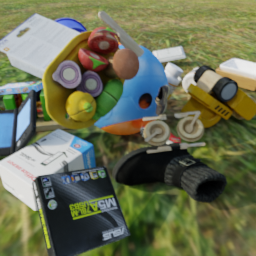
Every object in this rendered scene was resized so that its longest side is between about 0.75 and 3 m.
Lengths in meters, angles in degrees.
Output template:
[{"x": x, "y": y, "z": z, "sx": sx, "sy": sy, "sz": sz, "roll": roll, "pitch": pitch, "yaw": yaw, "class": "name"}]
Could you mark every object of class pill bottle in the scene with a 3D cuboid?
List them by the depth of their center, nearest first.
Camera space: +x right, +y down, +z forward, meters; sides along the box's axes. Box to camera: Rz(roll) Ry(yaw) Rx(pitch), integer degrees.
[{"x": 1.248, "y": -1.471, "z": 9.567, "sx": 0.772, "sy": 1.390, "sz": 0.772, "roll": 26, "pitch": 25, "yaw": -13, "class": "pill bottle"}, {"x": 2.692, "y": -1.866, "z": 10.737, "sx": 0.824, "sy": 0.824, "sz": 1.416, "roll": 17, "pitch": 33, "yaw": 25, "class": "pill bottle"}]

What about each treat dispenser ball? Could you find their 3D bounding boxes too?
[{"x": -0.165, "y": -1.106, "z": 8.007, "sx": 2.608, "sy": 2.608, "sz": 2.608, "roll": 0, "pitch": 32, "yaw": 0, "class": "treat dispenser ball"}]

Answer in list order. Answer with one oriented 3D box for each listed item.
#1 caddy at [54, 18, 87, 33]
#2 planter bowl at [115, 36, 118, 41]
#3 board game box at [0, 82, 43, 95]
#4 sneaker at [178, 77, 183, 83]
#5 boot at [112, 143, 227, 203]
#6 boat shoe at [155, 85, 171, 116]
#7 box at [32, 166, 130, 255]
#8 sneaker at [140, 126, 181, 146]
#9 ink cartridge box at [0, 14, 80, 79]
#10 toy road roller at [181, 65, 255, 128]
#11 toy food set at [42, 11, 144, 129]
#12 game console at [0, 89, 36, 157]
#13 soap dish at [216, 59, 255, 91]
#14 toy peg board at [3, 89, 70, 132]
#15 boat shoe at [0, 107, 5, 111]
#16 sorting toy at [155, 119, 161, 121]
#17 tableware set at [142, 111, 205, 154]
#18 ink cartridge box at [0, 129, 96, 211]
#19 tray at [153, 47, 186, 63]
[{"x": -2.886, "y": -3.271, "z": 11.711, "sx": 2.968, "sy": 2.098, "sz": 1.558, "roll": -27, "pitch": 41, "yaw": -13, "class": "caddy"}, {"x": -0.408, "y": -3.971, "z": 13.665, "sx": 2.255, "sy": 0.939, "sz": 2.255, "roll": 6, "pitch": 19, "yaw": -2, "class": "planter bowl"}, {"x": -3.249, "y": -1.218, "z": 8.553, "sx": 1.136, "sy": 0.208, "sz": 0.859, "roll": -5, "pitch": 18, "yaw": 1, "class": "board game box"}, {"x": 2.004, "y": -2.013, "z": 11.579, "sx": 0.400, "sy": 0.370, "sz": 0.986, "roll": -40, "pitch": 9, "yaw": 18, "class": "sneaker"}, {"x": 0.900, "y": 1.081, "z": 6.172, "sx": 2.162, "sy": 0.814, "sz": 1.616, "roll": -15, "pitch": 35, "yaw": -23, "class": "boot"}, {"x": 0.771, "y": -0.667, "z": 6.738, "sx": 0.281, "sy": 0.765, "sz": 0.285, "roll": 1, "pitch": 19, "yaw": -36, "class": "boat shoe"}, {"x": -0.836, "y": 1.465, "z": 5.026, "sx": 1.471, "sy": 0.350, "sz": 1.421, "roll": -2, "pitch": 58, "yaw": -38, "class": "box"}, {"x": 0.879, "y": 0.221, "z": 7.597, "sx": 1.207, "sy": 0.465, "sz": 0.512, "roll": 26, "pitch": 59, "yaw": -9, "class": "sneaker"}, {"x": -2.791, "y": -2.737, "z": 9.580, "sx": 2.422, "sy": 0.525, "sz": 2.378, "roll": 25, "pitch": 53, "yaw": 7, "class": "ink cartridge box"}, {"x": 2.753, "y": -0.738, "z": 8.884, "sx": 2.303, "sy": 1.681, "sz": 1.415, "roll": 25, "pitch": 17, "yaw": -36, "class": "toy road roller"}, {"x": -0.512, "y": -1.128, "z": 5.484, "sx": 0.848, "sy": 1.527, "sz": 2.595, "roll": 8, "pitch": 59, "yaw": 53, "class": "toy food set"}, {"x": -3.041, "y": -0.156, "z": 6.992, "sx": 0.963, "sy": 1.455, "sz": 1.654, "roll": 22, "pitch": 35, "yaw": -35, "class": "game console"}, {"x": 4.733, "y": -2.189, "z": 11.481, "sx": 1.822, "sy": 0.740, "sz": 1.433, "roll": 26, "pitch": 40, "yaw": 36, "class": "soap dish"}, {"x": -2.867, "y": -0.919, "z": 9.121, "sx": 2.212, "sy": 1.082, "sz": 2.203, "roll": -5, "pitch": 33, "yaw": -8, "class": "toy peg board"}, {"x": -4.146, "y": 0.029, "z": 7.738, "sx": 0.854, "sy": 0.904, "sz": 2.512, "roll": 1, "pitch": 37, "yaw": -5, "class": "boat shoe"}, {"x": 0.461, "y": -0.483, "z": 9.231, "sx": 1.386, "sy": 0.234, "sz": 0.668, "roll": 10, "pitch": 34, "yaw": 16, "class": "sorting toy"}, {"x": 1.028, "y": 0.030, "z": 6.323, "sx": 1.375, "sy": 0.276, "sz": 0.909, "roll": -7, "pitch": 66, "yaw": 3, "class": "tableware set"}, {"x": -1.842, "y": 0.892, "z": 6.540, "sx": 1.301, "sy": 0.751, "sz": 1.782, "roll": 21, "pitch": 38, "yaw": 30, "class": "ink cartridge box"}, {"x": 1.938, "y": -3.508, "z": 13.282, "sx": 1.447, "sy": 0.160, "sz": 0.777, "roll": -10, "pitch": 58, "yaw": 0, "class": "tray"}]
